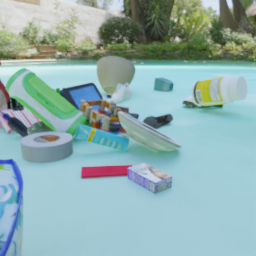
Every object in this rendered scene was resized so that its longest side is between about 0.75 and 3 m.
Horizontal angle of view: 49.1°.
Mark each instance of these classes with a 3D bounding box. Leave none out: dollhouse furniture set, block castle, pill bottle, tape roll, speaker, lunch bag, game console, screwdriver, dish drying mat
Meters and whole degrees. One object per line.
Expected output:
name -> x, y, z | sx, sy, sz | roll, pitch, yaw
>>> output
dollhouse furniture set -> -0.482, -0.767, 10.386 | 0.950, 0.753, 0.674 | 13, 35, 28
block castle -> -0.789, -0.262, 8.736 | 1.112, 0.781, 1.664 | -8, 30, -39
pill bottle -> 3.758, -1.518, 11.603 | 1.142, 1.142, 1.998 | -14, 9, -42
tape roll -> -2.056, 0.466, 7.135 | 1.273, 0.421, 1.273 | 1, 16, 0
speaker -> -2.360, -0.672, 8.123 | 2.299, 1.017, 1.017 | 40, 18, -2
lunch bag -> -1.425, 1.188, 2.506 | 1.030, 1.374, 1.616 | 2, 17, -34
game console -> -0.878, -0.803, 9.926 | 1.997, 1.384, 2.339 | 5, 17, 20
screwdriver -> -3.978, -0.531, 8.658 | 2.531, 0.368, 0.353 | 37, 71, 12
dish drying mat -> -0.445, 0.941, 6.041 | 1.125, 0.102, 0.432 | -1, 17, -8

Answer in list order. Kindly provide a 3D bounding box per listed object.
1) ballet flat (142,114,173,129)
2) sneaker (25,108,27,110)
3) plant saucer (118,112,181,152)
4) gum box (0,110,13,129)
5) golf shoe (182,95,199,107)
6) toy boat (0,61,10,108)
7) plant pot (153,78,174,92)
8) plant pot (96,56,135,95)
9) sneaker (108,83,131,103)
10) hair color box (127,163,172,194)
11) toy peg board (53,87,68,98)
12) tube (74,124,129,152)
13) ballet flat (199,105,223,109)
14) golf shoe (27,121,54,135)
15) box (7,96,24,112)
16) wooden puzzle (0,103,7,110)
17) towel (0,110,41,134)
ballet flat -> 0.999, -0.217, 9.709 | 1.430, 0.482, 0.331 | -16, -6, -40
sneaker -> -3.192, -0.795, 10.643 | 2.266, 0.993, 0.857 | 12, 18, 32
plant saucer -> 0.469, 0.196, 7.266 | 1.847, 0.463, 1.847 | 27, 5, -3
gum box -> -4.512, -0.337, 10.004 | 0.722, 0.421, 1.273 | -5, 17, -18
golf shoe -> 3.340, -1.530, 13.387 | 2.191, 0.965, 0.846 | -16, 23, -41
toy boat -> -5.410, -2.081, 10.409 | 1.866, 2.859, 1.869 | -2, 34, 19
plant pot -> 2.366, -2.764, 18.229 | 1.112, 0.786, 0.786 | 24, 27, 38
plant pot -> -0.805, -2.854, 16.362 | 2.336, 1.568, 2.336 | 7, -21, 3
sneaker -> -0.470, -1.829, 14.500 | 0.730, 0.858, 1.940 | 8, 24, 24
hair color box -> 0.415, 0.986, 5.559 | 0.456, 0.270, 0.834 | -12, 21, -37
toy peg board -> -3.739, -1.783, 14.695 | 1.462, 0.715, 1.456 | -14, 21, -42
tube -> -0.664, 0.263, 7.179 | 1.372, 0.531, 0.346 | 16, 33, -14
ballet flat -> 3.790, -1.102, 12.833 | 1.157, 0.396, 0.393 | -3, 11, -10
golf shoe -> -2.528, 0.055, 8.781 | 1.434, 0.561, 0.697 | -17, -3, -44
box -> -4.698, -0.960, 11.687 | 0.387, 0.735, 0.898 | 0, 16, -2
wooden puzzle -> -5.756, -1.108, 12.024 | 1.679, 0.338, 1.814 | 22, 20, -1
towel -> -3.612, -0.235, 9.459 | 1.288, 0.193, 0.942 | -12, 47, -43
